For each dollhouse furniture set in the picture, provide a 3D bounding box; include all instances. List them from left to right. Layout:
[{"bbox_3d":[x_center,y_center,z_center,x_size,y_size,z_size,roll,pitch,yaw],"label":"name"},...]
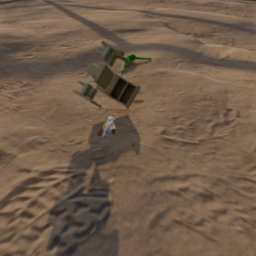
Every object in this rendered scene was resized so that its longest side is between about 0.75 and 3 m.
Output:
[{"bbox_3d":[-0.626,-1.800,11.368,1.686,2.224,2.537,31,2,10],"label":"dollhouse furniture set"}]

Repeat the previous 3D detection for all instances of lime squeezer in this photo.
[{"bbox_3d":[0.181,-4.023,17.080,0.994,0.531,2.815,48,49,10],"label":"lime squeezer"}]

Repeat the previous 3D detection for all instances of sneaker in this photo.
[{"bbox_3d":[-0.665,0.042,9.737,0.515,0.488,1.254,29,30,-5],"label":"sneaker"}]
